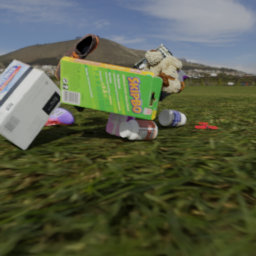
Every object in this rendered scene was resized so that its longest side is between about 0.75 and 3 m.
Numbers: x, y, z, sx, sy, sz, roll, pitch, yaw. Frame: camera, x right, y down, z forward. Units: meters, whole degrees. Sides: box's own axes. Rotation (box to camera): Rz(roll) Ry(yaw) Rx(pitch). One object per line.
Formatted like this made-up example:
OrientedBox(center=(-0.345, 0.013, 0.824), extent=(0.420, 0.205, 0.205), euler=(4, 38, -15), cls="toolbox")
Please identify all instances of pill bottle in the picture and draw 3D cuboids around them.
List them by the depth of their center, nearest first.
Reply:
OrientedBox(center=(0.329, 0.073, 9.404), extent=(1.196, 0.671, 0.671), euler=(3, 6, -35), cls="pill bottle")
OrientedBox(center=(1.932, -0.394, 12.071), extent=(1.146, 0.686, 0.686), euler=(4, 5, -41), cls="pill bottle")

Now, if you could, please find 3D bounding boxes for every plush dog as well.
OrientedBox(center=(1.177, -1.674, 9.350), extent=(1.617, 1.297, 1.389), euler=(7, 40, -44), cls="plush dog")

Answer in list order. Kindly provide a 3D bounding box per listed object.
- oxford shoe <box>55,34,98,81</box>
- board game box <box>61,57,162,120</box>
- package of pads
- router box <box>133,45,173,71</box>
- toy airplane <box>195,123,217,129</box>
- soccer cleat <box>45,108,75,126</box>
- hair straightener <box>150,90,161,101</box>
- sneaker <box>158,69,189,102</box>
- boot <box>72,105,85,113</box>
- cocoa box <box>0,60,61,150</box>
OrientedBox(center=(-1.746, -2.313, 9.079), extent=(0.676, 1.899, 0.689), euler=(40, 9, -6), cls="oxford shoe")
OrientedBox(center=(-0.499, -1.059, 7.694), extent=(2.725, 1.302, 0.408), euler=(12, 33, 6), cls="board game box")
OrientedBox(center=(-0.098, -0.723, 10.131), extent=(0.742, 1.961, 1.182), euler=(21, 16, 13), cls="package of pads")
OrientedBox(center=(0.755, -2.159, 11.247), extent=(1.559, 0.646, 2.081), euler=(-42, -7, -24), cls="router box")
OrientedBox(center=(3.378, -0.089, 12.216), extent=(0.978, 0.180, 0.978), euler=(2, 10, 0), cls="toy airplane")
OrientedBox(center=(-3.557, -0.411, 12.646), extent=(2.636, 0.899, 0.965), euler=(8, 33, 31), cls="soccer cleat")
OrientedBox(center=(1.269, -1.411, 12.534), extent=(1.320, 0.508, 0.270), euler=(-27, 61, -16), cls="hair straightener")
OrientedBox(center=(1.787, -1.578, 10.852), extent=(0.716, 1.636, 0.609), euler=(34, -15, -5), cls="sneaker")
OrientedBox(center=(-0.946, -0.897, 8.847), extent=(1.496, 2.001, 0.753), euler=(-42, 2, -21), cls="boot")
OrientedBox(center=(-3.213, -0.697, 8.314), extent=(1.359, 2.071, 1.381), euler=(25, -18, 28), cls="cocoa box")
